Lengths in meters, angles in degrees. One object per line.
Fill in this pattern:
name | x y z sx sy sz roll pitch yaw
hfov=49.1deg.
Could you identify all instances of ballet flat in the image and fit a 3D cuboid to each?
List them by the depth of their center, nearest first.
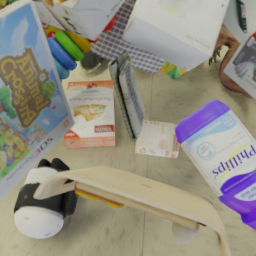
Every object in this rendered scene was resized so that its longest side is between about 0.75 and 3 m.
ballet flat | -1.108 -3.097 9.960 0.960 0.820 2.888 13 63 -5

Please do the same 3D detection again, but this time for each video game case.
video game case | -1.906 -0.234 4.299 0.283 2.562 2.333 20 52 25
video game case | 3.714 -1.557 6.187 0.313 2.677 2.433 -23 61 -36

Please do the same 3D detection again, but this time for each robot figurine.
robot figurine | -1.905 1.621 6.527 1.119 1.347 1.793 23 54 -22

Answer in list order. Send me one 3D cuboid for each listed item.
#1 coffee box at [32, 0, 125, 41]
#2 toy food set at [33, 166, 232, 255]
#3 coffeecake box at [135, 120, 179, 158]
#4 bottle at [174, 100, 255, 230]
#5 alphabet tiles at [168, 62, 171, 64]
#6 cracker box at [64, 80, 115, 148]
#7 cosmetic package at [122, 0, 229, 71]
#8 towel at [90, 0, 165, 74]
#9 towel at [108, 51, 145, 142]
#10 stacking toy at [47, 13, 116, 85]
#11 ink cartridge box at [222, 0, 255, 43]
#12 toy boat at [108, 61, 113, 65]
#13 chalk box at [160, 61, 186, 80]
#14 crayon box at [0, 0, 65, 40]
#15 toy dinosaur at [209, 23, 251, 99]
coffee box | -1.045 -2.337 4.883 1.823 0.727 1.042 29 80 35
toy food set | 0.160 1.210 4.099 2.519 1.808 0.761 15 88 14
coffeecake box | 0.827 0.299 7.777 1.148 0.419 0.881 7 57 5
bottle | 1.722 0.725 4.309 0.984 0.769 2.357 -35 77 8
alphabet tiles | 1.477 -1.959 6.819 0.082 1.123 1.098 49 46 -9
cracker box | -1.094 -0.445 8.164 1.365 0.588 2.038 -3 57 -2
cosmetic package | 0.918 -2.166 5.295 1.530 0.943 1.535 22 79 -13
towel | 0.262 -2.396 6.991 2.189 1.812 0.937 16 48 -17
towel | 0.068 -0.766 5.959 0.283 1.636 1.575 -12 22 16
stacking toy | -1.184 -1.758 5.973 2.344 1.000 1.000 -40 63 3
ink cartridge box | 2.668 -2.088 5.296 0.397 1.823 1.582 -39 89 -10
toy boat | -0.020 -2.414 9.196 0.713 1.291 1.535 32 83 -16
chalk box | 1.592 -3.057 8.777 1.494 2.413 1.501 -34 63 -20
crayon box | -2.647 -2.577 6.426 0.715 2.817 1.788 0 63 42
toy dinosaur | 3.354 -2.015 8.962 1.831 1.160 2.702 3 72 14
